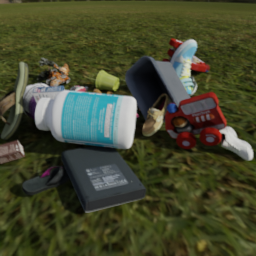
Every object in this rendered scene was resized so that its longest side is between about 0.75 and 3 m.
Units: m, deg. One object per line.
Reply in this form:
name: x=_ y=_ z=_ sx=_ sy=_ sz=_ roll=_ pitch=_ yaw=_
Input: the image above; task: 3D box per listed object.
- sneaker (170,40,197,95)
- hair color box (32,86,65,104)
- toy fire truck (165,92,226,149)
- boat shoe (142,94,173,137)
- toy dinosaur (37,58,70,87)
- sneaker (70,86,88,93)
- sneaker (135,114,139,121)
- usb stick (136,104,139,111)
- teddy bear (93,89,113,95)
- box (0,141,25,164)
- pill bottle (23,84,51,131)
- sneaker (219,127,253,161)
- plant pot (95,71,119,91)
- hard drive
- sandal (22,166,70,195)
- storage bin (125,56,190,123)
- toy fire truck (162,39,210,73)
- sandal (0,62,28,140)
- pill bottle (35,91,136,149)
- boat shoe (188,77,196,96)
sneaker: x=2.579 y=-2.456 z=12.519 sx=1.026 sy=2.581 sz=1.685 roll=-3 pitch=46 yaw=-40
hair color box: x=-2.654 y=-1.123 z=9.496 sx=1.013 sy=0.507 sz=0.307 roll=-3 pitch=48 yaw=1
toy fire truck: x=2.114 y=-0.297 z=9.199 sx=2.031 sy=1.705 sz=1.139 roll=-13 pitch=39 yaw=34
boat shoe: x=1.020 y=-0.519 z=10.562 sx=0.679 sy=0.609 sz=1.835 roll=13 pitch=61 yaw=40
toy dinosaur: x=-3.929 y=-2.894 z=15.287 sx=1.764 sy=1.327 sz=2.599 roll=19 pitch=12 yaw=0
sneaker: x=-2.305 y=-1.450 z=12.460 sx=0.770 sy=0.831 sz=2.062 roll=9 pitch=10 yaw=-3
sneaker: x=0.051 y=-0.522 z=10.676 sx=1.078 sy=0.514 sz=0.426 roll=31 pitch=21 yaw=-56
usb stick: x=0.544 y=-1.100 z=12.593 sx=0.379 sy=0.223 sz=1.367 roll=-16 pitch=18 yaw=37
teddy bear: x=-1.292 y=-1.054 z=11.792 sx=1.462 sy=1.060 sz=0.488 roll=-36 pitch=3 yaw=-12
box: x=-3.862 y=0.806 z=8.655 sx=1.126 sy=0.564 sz=0.422 roll=-17 pitch=68 yaw=-12
pill bottle: x=-3.118 y=-0.833 z=10.914 sx=1.485 sy=1.485 sz=2.642 roll=-26 pitch=38 yaw=-38
sneaker: x=3.411 y=0.591 z=9.178 sx=0.701 sy=0.550 sz=1.411 roll=-15 pitch=46 yaw=-27
plant pot: x=-0.995 y=-2.279 z=14.105 sx=0.927 sy=1.008 sz=1.008 roll=19 pitch=34 yaw=16
hard drive: x=-0.797 y=1.293 z=8.072 sx=1.692 sy=0.399 sz=2.424 roll=-8 pitch=30 yaw=-25
sandal: x=-2.188 y=1.396 z=7.909 sx=0.604 sy=0.385 sz=1.607 roll=33 pitch=33 yaw=26
storage bin: x=1.296 y=-1.461 z=11.407 sx=1.724 sy=1.868 sz=2.567 roll=-16 pitch=75 yaw=-46
toy fire truck: x=3.600 y=-4.075 z=16.837 sx=2.463 sy=1.645 sz=2.933 roll=9 pitch=26 yaw=-22
sandal: x=-4.235 y=-0.985 z=10.047 sx=0.810 sy=2.840 sz=1.128 roll=11 pitch=0 yaw=-34
pill bottle: x=-1.302 y=-0.293 z=8.841 sx=2.989 sy=1.656 sz=1.656 roll=6 pitch=30 yaw=5
boat shoe: x=3.014 y=-1.971 z=13.699 sx=0.644 sy=0.561 sz=1.748 roll=-9 pitch=29 yaw=12
